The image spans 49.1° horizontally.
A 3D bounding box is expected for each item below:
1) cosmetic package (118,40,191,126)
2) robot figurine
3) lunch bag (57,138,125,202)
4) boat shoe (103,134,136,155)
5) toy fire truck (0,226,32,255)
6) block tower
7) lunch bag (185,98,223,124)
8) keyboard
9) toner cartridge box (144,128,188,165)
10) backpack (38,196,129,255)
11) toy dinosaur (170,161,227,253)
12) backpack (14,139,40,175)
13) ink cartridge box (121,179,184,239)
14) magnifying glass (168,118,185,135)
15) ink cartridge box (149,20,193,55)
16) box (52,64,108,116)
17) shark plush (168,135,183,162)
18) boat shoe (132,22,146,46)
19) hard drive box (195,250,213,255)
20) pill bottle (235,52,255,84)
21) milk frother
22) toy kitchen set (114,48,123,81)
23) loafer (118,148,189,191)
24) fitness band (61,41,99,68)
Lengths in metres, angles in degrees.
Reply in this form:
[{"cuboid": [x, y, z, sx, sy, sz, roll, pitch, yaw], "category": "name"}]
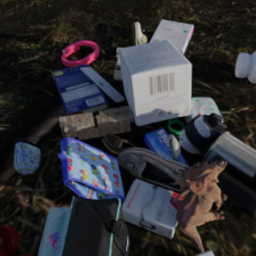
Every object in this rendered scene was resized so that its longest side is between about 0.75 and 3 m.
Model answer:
[{"cuboid": [0.959, -1.778, 10.600, 2.114, 2.102, 2.527, -12, 37, -4], "category": "cosmetic package"}, {"cuboid": [2.524, 0.192, 9.565, 1.008, 1.616, 1.214, 45, 30, -4], "category": "robot figurine"}, {"cuboid": [-1.158, 1.221, 8.010, 0.977, 2.078, 1.564, -33, 41, 17], "category": "lunch bag"}, {"cuboid": [-0.180, 0.627, 9.760, 1.790, 0.644, 0.646, 36, 57, 28], "category": "boat shoe"}, {"cuboid": [-3.550, 3.618, 6.711, 2.522, 1.414, 2.118, 37, 81, 30], "category": "toy fire truck"}, {"cuboid": [-1.146, -0.137, 10.421, 2.632, 0.761, 0.711, -11, 48, -7], "category": "block tower"}, {"cuboid": [2.885, -0.461, 10.785, 1.298, 0.624, 1.618, -2, 48, -6], "category": "lunch bag"}, {"cuboid": [-1.087, -1.828, 11.699, 2.232, 0.119, 0.628, 43, 37, 15], "category": "keyboard"}, {"cuboid": [1.270, 0.805, 9.639, 0.768, 0.349, 1.618, -21, 60, -19], "category": "toner cartridge box"}, {"cuboid": [-0.938, 2.971, 6.340, 1.987, 2.592, 2.279, -3, 54, 7], "category": "backpack"}, {"cuboid": [1.747, 1.952, 7.310, 1.182, 2.755, 1.867, 18, 10, 35], "category": "toy dinosaur"}, {"cuboid": [-3.324, 0.993, 9.202, 0.832, 0.883, 1.083, -2, 64, 28], "category": "backpack"}, {"cuboid": [0.717, 2.330, 8.170, 1.556, 0.649, 1.130, 17, 50, 17], "category": "ink cartridge box"}, {"cuboid": [1.710, -0.335, 11.004, 0.620, 0.175, 1.559, -13, 50, -12], "category": "magnifying glass"}, {"cuboid": [2.084, -4.338, 14.248, 1.748, 0.615, 2.929, 16, 55, 15], "category": "ink cartridge box"}, {"cuboid": [-2.093, -1.612, 11.893, 1.673, 0.448, 2.762, -18, 53, -14], "category": "box"}, {"cuboid": [1.480, 0.738, 8.894, 0.467, 1.028, 0.428, -14, 5, -28], "category": "shark plush"}, {"cuboid": [0.544, -4.103, 12.965, 0.566, 1.654, 0.618, -15, 45, -7], "category": "boat shoe"}, {"cuboid": [1.252, 4.088, 6.434, 2.188, 0.840, 1.706, -14, 49, -13], "category": "hard drive box"}, {"cuboid": [6.155, -2.600, 12.184, 2.624, 1.470, 1.470, 7, 48, 7], "category": "pill bottle"}, {"cuboid": [3.702, 0.892, 7.987, 2.461, 2.616, 2.361, 37, 14, 28], "category": "milk frother"}, {"cuboid": [-0.113, -2.843, 13.109, 0.894, 1.215, 1.517, 6, 83, 3], "category": "toy kitchen set"}, {"cuboid": [0.700, 1.266, 8.591, 2.486, 0.894, 0.782, 13, 31, 25], "category": "loafer"}, {"cuboid": [-2.374, -3.688, 13.936, 1.472, 0.384, 2.050, 29, 55, 24], "category": "fitness band"}]
